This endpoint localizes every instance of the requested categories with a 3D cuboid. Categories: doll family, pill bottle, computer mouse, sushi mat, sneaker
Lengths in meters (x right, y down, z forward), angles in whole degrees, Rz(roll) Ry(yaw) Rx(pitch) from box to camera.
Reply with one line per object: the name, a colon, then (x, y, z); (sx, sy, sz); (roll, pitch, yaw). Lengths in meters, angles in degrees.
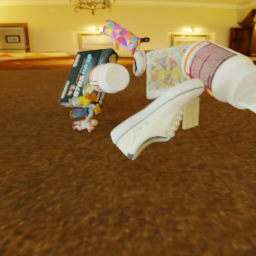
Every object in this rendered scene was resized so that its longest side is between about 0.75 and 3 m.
doll family: (-1.451, -0.663, 9.442); (0.990, 0.719, 1.596); (-10, 55, -1)
pill bottle: (-0.647, -1.660, 9.405); (0.966, 0.966, 1.764); (-7, 11, -21)
computer mouse: (0.551, -2.968, 11.797); (0.890, 1.623, 0.356); (-21, 30, -39)
sushi mat: (1.918, -0.419, 8.586); (0.513, 1.073, 0.065); (-17, 41, -10)
sneaker: (2.979, -0.436, 6.244); (0.862, 0.549, 1.491); (42, 19, -4)
sneaker: (0.835, -0.166, 6.582); (2.502, 0.886, 0.914); (-36, -15, 0)
pill bottle: (2.769, -1.608, 8.272); (1.382, 1.382, 2.421); (-7, 34, -21)

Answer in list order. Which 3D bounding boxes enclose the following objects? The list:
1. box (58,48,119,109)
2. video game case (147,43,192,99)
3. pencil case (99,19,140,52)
box: (-1.676, -2.082, 11.854); (2.052, 2.582, 0.594); (6, -19, 36)
video game case: (1.657, -2.270, 11.264); (1.889, 2.076, 0.238); (-6, -18, 24)
pencil case: (-0.235, -2.843, 8.671); (1.251, 0.553, 0.553); (33, 25, 8)
